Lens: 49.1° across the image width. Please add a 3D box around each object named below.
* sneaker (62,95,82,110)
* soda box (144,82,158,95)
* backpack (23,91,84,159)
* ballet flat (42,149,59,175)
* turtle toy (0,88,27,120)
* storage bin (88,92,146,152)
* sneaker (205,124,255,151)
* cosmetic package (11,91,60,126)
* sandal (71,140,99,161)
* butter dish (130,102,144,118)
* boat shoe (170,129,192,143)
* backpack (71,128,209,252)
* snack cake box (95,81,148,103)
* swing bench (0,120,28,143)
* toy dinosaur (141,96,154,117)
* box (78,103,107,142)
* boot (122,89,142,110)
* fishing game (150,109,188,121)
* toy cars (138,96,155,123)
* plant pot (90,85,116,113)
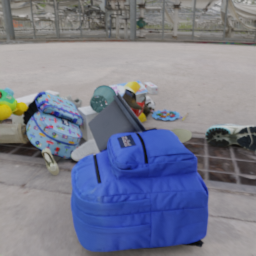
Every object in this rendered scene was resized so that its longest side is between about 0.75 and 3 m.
[{"bbox_3d":[-3.005,-1.093,12.601,2.068,0.951,0.783,3,22,-44],"label":"sneaker"},{"bbox_3d":[1.451,-2.594,18.254,0.450,0.482,1.414,-7,24,-16],"label":"soda box"},{"bbox_3d":[-2.609,-0.018,10.175,2.085,1.536,2.284,24,19,-36],"label":"backpack"},{"bbox_3d":[-2.473,1.107,8.877,0.328,0.944,0.328,-22,12,5],"label":"ballet flat"},{"bbox_3d":[-5.300,-0.827,10.518,2.016,1.398,2.766,-16,6,15],"label":"turtle toy"},{"bbox_3d":[-0.240,0.143,8.399,1.395,1.511,2.077,-37,36,4],"label":"storage bin"},{"bbox_3d":[4.402,0.198,11.004,2.582,1.002,1.114,7,21,17],"label":"sneaker"},{"bbox_3d":[-4.360,-0.935,13.373,0.957,1.213,2.255,15,29,33],"label":"cosmetic package"},{"bbox_3d":[-1.400,0.796,9.929,1.437,0.353,0.585,-20,60,-36],"label":"sandal"},{"bbox_3d":[0.331,-0.835,12.580,0.556,0.751,0.753,28,48,14],"label":"butter dish"},{"bbox_3d":[1.598,0.332,10.375,1.491,0.545,0.467,-12,1,14],"label":"boat shoe"},{"bbox_3d":[0.079,1.341,6.547,2.865,2.404,2.328,-7,16,-8],"label":"backpack"},{"bbox_3d":[-0.480,-1.288,13.549,2.615,1.504,0.878,-17,60,-35],"label":"snack cake box"},{"bbox_3d":[-4.553,0.160,10.855,1.381,0.901,1.389,0,11,2],"label":"swing bench"},{"bbox_3d":[0.842,-0.921,13.394,0.690,1.348,0.519,-6,49,25],"label":"toy dinosaur"},{"bbox_3d":[-1.021,-0.304,11.836,1.951,1.214,0.951,-12,26,-27],"label":"box"},{"bbox_3d":[0.171,-1.160,11.563,1.187,0.575,0.443,31,27,35],"label":"boot"},{"bbox_3d":[1.875,-0.712,14.005,2.089,0.325,1.496,10,25,28],"label":"fishing game"},{"bbox_3d":[0.647,-1.045,13.960,1.173,0.579,2.617,1,31,25],"label":"toy cars"},{"bbox_3d":[-1.012,-1.055,10.793,0.969,0.969,0.949,4,24,9],"label":"plant pot"}]
